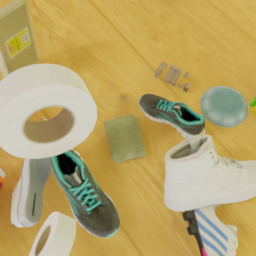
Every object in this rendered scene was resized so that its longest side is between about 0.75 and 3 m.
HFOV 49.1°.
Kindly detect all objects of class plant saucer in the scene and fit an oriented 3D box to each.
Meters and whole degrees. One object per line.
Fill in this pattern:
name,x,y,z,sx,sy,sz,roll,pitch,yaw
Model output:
plant saucer,2.894,-0.712,8.333,1.420,0.273,1.420,0,66,0

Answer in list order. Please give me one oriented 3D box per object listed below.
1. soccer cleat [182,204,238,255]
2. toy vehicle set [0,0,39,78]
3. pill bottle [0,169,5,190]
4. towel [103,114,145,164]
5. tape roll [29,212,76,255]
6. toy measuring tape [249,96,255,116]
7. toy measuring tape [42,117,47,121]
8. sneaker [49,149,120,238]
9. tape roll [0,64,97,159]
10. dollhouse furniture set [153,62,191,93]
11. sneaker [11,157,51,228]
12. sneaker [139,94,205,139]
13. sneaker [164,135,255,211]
soccer cleat,2.134,2.872,6.419,1.121,0.907,2.596,-13,67,-3
toy vehicle set,-3.195,-2.403,7.890,0.268,2.024,1.257,28,55,14
pill bottle,-3.875,2.063,6.495,1.376,1.376,2.409,5,66,2
towel,-0.095,0.281,7.914,1.005,0.247,1.355,-14,66,-7
tape roll,-1.574,2.397,5.760,0.440,1.258,1.258,32,67,-20
toy measuring tape,4.516,-1.070,8.204,2.555,0.940,0.940,-39,72,-23
toy measuring tape,-2.115,-0.258,8.120,0.798,0.294,0.294,19,68,8
sneaker,-1.187,1.485,6.832,1.038,1.220,2.675,-36,70,-13
tape roll,-1.758,-0.283,5.998,2.134,2.134,0.746,-24,53,-10
dollhouse furniture set,1.441,-1.634,8.512,1.123,0.582,0.497,28,44,5
sneaker,-2.554,1.438,7.106,0.756,0.780,2.136,-22,47,25
sneaker,1.276,-0.485,7.858,2.093,0.955,0.812,28,69,12
sneaker,2.170,0.890,6.602,2.781,1.607,1.025,-12,26,-13
